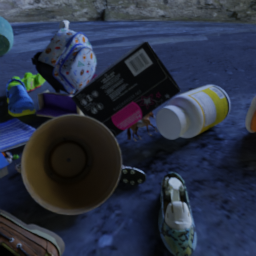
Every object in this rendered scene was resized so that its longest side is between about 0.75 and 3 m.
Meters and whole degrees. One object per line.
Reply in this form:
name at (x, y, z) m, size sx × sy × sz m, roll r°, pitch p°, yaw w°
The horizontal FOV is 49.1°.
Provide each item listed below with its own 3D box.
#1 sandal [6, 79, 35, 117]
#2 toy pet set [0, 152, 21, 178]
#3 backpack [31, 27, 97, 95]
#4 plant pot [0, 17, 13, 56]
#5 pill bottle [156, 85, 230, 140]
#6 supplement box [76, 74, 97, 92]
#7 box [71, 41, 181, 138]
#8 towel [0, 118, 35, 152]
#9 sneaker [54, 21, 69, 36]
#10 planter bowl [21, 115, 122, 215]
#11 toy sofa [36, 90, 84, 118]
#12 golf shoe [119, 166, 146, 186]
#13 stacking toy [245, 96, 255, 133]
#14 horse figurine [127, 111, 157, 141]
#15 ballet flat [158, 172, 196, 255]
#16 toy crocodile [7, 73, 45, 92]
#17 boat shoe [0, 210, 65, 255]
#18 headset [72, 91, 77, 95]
sandal at (-4.613, -1.280, 11.719) m, size 1.036 × 1.135 × 2.607 m, roll -14°, pitch 31°, yaw -30°
toy pet set at (-3.478, 0.867, 7.920) m, size 1.178 × 0.626 × 1.100 m, roll 15°, pitch 30°, yaw 28°
backpack at (-2.256, -2.609, 10.791) m, size 1.791 × 2.214 × 2.325 m, roll 16°, pitch -15°, yaw 12°
plant pot at (-10.063, -6.808, 21.269) m, size 2.755 × 2.755 × 2.211 m, roll -13°, pitch 46°, yaw -24°
pill bottle at (2.245, -0.520, 9.751) m, size 2.667 × 1.494 × 1.494 m, roll -22°, pitch 34°, yaw -37°
supplement box at (-1.997, -2.087, 12.870) m, size 1.507 × 0.832 × 0.646 m, roll 19°, pitch 49°, yaw 8°
box at (-0.048, -1.197, 9.018) m, size 2.829 × 1.869 × 1.623 m, roll -35°, pitch 9°, yaw 11°
towel at (-4.046, 0.189, 9.477) m, size 1.586 × 0.261 × 2.191 m, roll -23°, pitch 29°, yaw -38°
sneaker at (-2.620, -3.815, 11.244) m, size 0.385 × 1.024 × 0.453 m, roll 39°, pitch 36°, yaw 2°
planter bowl at (-1.387, 0.806, 6.736) m, size 2.168 × 2.168 × 1.459 m, roll -9°, pitch 1°, yaw -18°
toy sofa at (-2.732, -0.900, 11.271) m, size 1.988 × 0.823 × 0.970 m, roll 11°, pitch 27°, yaw 21°
golf shoe at (-0.113, 1.179, 7.489) m, size 1.260 × 0.487 × 0.555 m, roll 6°, pitch 20°, yaw 12°
stacking toy at (5.431, -0.179, 8.875) m, size 2.048 × 2.048 × 2.803 m, roll -20°, pitch 43°, yaw -35°
horse figurine at (0.426, -0.018, 9.362) m, size 1.185 × 0.785 × 0.296 m, roll -24°, pitch -15°, yaw 3°
ballet flat at (1.011, 1.723, 6.083) m, size 0.796 × 0.796 × 2.144 m, roll 0°, pitch 26°, yaw -1°
toy crocodile at (-4.984, -2.220, 14.072) m, size 0.948 × 0.867 × 2.808 m, roll 6°, pitch 22°, yaw 13°
boat shoe at (-2.365, 2.115, 5.178) m, size 2.283 × 0.821 × 0.776 m, roll 8°, pitch 27°, yaw 16°
headset at (-2.316, -1.900, 13.763) m, size 1.049 × 0.798 × 1.699 m, roll -3°, pitch 41°, yaw -18°
